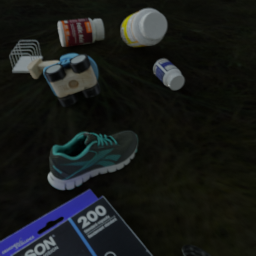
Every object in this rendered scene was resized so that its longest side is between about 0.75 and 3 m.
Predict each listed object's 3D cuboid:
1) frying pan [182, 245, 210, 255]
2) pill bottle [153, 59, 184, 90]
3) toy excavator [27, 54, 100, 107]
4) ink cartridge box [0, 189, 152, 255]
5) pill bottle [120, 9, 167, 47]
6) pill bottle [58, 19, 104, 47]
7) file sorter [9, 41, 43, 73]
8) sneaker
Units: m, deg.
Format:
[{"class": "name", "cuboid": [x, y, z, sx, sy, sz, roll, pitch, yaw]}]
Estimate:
[{"class": "frying pan", "cuboid": [1.715, 2.810, 5.765, 1.368, 0.223, 0.828, 22, 9, -10]}, {"class": "pill bottle", "cuboid": [1.656, -2.159, 11.384, 0.811, 0.811, 1.402, -14, 42, -16]}, {"class": "toy excavator", "cuboid": [-2.584, -2.151, 10.880, 2.828, 1.453, 2.909, -19, 38, 3]}, {"class": "ink cartridge box", "cuboid": [-1.217, 2.602, 5.796, 2.602, 0.570, 2.627, -28, 47, -27]}, {"class": "pill bottle", "cuboid": [0.720, -4.589, 12.995, 1.566, 1.566, 2.868, -12, 17, -14]}, {"class": "pill bottle", "cuboid": [-2.404, -4.924, 14.389, 2.182, 1.246, 1.246, -13, 41, -15]}, {"class": "file sorter", "cuboid": [-4.593, -3.217, 12.597, 1.013, 0.909, 1.460, -1, 40, 0]}, {"class": "sneaker", "cuboid": [-0.871, 0.609, 7.662, 2.821, 1.287, 1.094, -26, 46, -29]}]
